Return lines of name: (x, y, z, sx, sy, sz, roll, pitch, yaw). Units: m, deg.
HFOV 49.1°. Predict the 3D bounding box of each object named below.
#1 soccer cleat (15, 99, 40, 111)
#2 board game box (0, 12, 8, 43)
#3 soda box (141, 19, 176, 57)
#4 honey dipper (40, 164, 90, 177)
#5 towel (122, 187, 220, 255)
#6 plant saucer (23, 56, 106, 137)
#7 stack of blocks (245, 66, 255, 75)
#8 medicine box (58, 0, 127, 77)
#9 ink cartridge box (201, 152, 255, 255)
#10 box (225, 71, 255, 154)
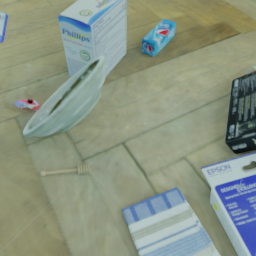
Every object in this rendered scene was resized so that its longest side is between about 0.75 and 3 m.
soccer cleat: (-2.994, -0.742, 8.274, 0.916, 0.350, 0.305, 13, 51, 27)
board game box: (-3.705, -2.405, 5.648, 1.663, 0.554, 2.473, 3, 21, -43)
soda box: (1.147, -3.357, 10.371, 0.535, 0.566, 1.668, 26, 54, 20)
honey dipper: (-1.561, 1.084, 6.934, 1.232, 0.234, 0.234, -8, 51, -2)
towel: (0.907, 2.347, 5.859, 1.512, 0.245, 2.058, -19, 51, -12)
plant saucer: (-1.488, -0.677, 7.392, 0.720, 2.868, 2.868, 46, 52, -20)
stack of blocks: (4.290, -1.698, 8.907, 1.130, 0.331, 0.650, -1, 47, -28)
medicine box: (-0.994, -2.873, 8.889, 1.142, 2.219, 2.021, 22, 54, 17)
ink cartridge box: (3.248, 1.731, 6.172, 2.532, 0.602, 2.562, -13, 50, -9)
box: (3.701, -0.673, 7.337, 2.049, 0.557, 2.558, -22, 35, 42)
